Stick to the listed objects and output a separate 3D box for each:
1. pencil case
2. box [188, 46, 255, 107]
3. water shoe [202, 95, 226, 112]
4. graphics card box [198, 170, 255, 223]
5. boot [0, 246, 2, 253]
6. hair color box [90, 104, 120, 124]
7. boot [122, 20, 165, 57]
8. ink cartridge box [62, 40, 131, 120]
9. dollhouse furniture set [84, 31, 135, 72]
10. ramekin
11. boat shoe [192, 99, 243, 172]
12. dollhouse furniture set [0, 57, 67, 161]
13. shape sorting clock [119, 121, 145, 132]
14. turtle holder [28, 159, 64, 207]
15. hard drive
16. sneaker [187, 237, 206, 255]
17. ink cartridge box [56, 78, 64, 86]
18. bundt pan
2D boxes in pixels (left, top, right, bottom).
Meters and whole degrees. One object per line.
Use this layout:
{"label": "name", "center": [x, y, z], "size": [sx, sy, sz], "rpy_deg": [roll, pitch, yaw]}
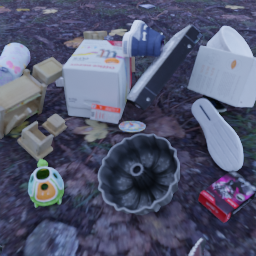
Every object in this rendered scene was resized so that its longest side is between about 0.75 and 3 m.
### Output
{"label": "pencil case", "center": [-4.765, -2.527, 11.276], "size": [1.123, 1.029, 2.475], "rpy_deg": [21, 34, -16]}
{"label": "box", "center": [3.152, -1.664, 9.014], "size": [1.040, 1.489, 1.956], "rpy_deg": [-3, 25, -41]}
{"label": "water shoe", "center": [2.972, -0.889, 9.723], "size": [0.352, 0.388, 0.984], "rpy_deg": [-27, 45, -30]}
{"label": "graphics card box", "center": [2.379, 1.579, 6.618], "size": [1.251, 0.318, 0.785], "rpy_deg": [-23, 43, -28]}
{"label": "boot", "center": [-2.424, 2.696, 5.179], "size": [0.706, 0.337, 0.934], "rpy_deg": [12, 45, 12]}
{"label": "hair color box", "center": [-0.702, -0.430, 8.590], "size": [0.878, 0.446, 0.269], "rpy_deg": [10, 39, -5]}
{"label": "boot", "center": [0.643, -2.893, 9.253], "size": [1.174, 0.946, 2.600], "rpy_deg": [7, 35, 9]}
{"label": "ink cartridge box", "center": [-0.937, -1.712, 9.633], "size": [1.804, 1.796, 2.483], "rpy_deg": [5, 38, 7]}
{"label": "dollhouse furniture set", "center": [-0.813, -3.269, 11.991], "size": [1.456, 1.700, 1.788], "rpy_deg": [-15, 26, -26]}
{"label": "ramekin", "center": [4.120, -3.090, 11.456], "size": [1.926, 0.939, 1.926], "rpy_deg": [19, 55, -30]}
{"label": "boat shoe", "center": [2.631, 0.169, 7.951], "size": [0.851, 0.837, 2.361], "rpy_deg": [-34, 54, 26]}
{"label": "dollhouse furniture set", "center": [-2.643, -0.480, 8.841], "size": [2.418, 1.520, 2.734], "rpy_deg": [40, 48, 8]}
{"label": "shape sorting clock", "center": [0.123, -0.057, 8.338], "size": [0.789, 0.155, 0.789], "rpy_deg": [-4, 23, 2]}
{"label": "turtle holder", "center": [-1.919, 1.267, 6.649], "size": [0.821, 0.768, 1.081], "rpy_deg": [6, 38, 8]}
{"label": "hard drive", "center": [0.992, -1.809, 8.680], "size": [0.513, 2.709, 1.893], "rpy_deg": [38, 3, -11]}
{"label": "sneaker", "center": [1.376, 2.591, 5.358], "size": [0.524, 0.343, 0.906], "rpy_deg": [32, 58, 27]}
{"label": "ink cartridge box", "center": [-2.368, -1.941, 11.094], "size": [0.863, 0.363, 0.624], "rpy_deg": [1, 38, 1]}
{"label": "bundt pan", "center": [0.307, 1.104, 6.382], "size": [1.927, 0.723, 1.927], "rpy_deg": [-13, 51, 17]}
